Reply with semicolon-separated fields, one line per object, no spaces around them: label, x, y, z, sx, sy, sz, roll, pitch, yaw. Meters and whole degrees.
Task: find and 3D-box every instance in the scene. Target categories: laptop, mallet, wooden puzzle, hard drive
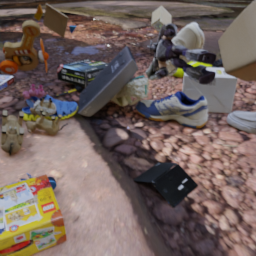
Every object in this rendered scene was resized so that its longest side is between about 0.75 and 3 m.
laptop;1.015;1.504;7.666;1.135;0.661;1.280;-28;67;-37
mallet;-2.701;-1.639;12.668;1.302;0.268;0.429;-18;36;-22
wooden puzzle;-2.711;-4.002;10.459;1.661;1.120;0.194;37;54;-5
hard drive;-0.809;-1.781;10.979;2.893;0.612;1.951;-42;27;17

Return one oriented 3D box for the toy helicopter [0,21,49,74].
toy helicopter;-3.436;-2.742;9.754;1.611;2.436;0.961;10;61;-27

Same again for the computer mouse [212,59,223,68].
computer mouse;5.080;-3.608;15.850;1.252;0.330;0.867;-19;35;-10

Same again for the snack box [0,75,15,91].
snack box;-6.343;-1.840;12.898;0.919;0.311;2.557;6;32;10

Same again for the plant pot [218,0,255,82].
plant pot;3.253;-2.013;7.161;1.544;1.542;1.367;7;-21;-35

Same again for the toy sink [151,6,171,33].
toy sink;1.373;-4.388;11.654;0.576;0.670;1.028;-25;49;40

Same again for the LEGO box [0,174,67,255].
LEGO box;-2.582;2.033;6.082;2.067;0.797;1.539;-15;34;-23

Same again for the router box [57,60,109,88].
router box;-2.009;-2.727;13.702;1.767;0.733;2.358;19;29;27

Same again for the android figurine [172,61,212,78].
android figurine;3.259;-3.338;15.087;2.926;0.601;2.663;24;38;35

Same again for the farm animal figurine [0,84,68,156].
farm animal figurine;-3.505;-0.240;9.540;2.016;1.255;2.497;41;42;17

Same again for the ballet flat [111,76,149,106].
ballet flat;-0.136;-1.338;11.253;1.049;1.049;2.924;-19;7;-28

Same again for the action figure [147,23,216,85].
action figure;1.210;-1.877;7.204;0.780;1.463;2.249;-21;38;-29

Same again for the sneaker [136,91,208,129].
sneaker;1.618;-0.893;10.497;2.765;1.219;1.041;11;35;20

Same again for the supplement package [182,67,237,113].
supplement package;3.177;-1.544;11.244;1.951;1.520;1.082;4;32;8

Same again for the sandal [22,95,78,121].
sandal;-3.011;-0.811;10.648;2.150;0.936;0.854;-5;29;-11

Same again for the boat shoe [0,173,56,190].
boat shoe;-2.674;1.475;7.128;1.618;0.681;0.555;-9;37;-19

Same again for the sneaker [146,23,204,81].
sneaker;1.553;-2.462;9.648;1.106;2.728;1.025;-31;83;-33

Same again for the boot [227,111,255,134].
boot;5.004;-0.487;9.649;2.895;1.384;1.065;13;34;21
